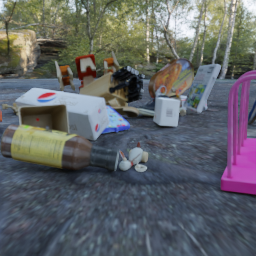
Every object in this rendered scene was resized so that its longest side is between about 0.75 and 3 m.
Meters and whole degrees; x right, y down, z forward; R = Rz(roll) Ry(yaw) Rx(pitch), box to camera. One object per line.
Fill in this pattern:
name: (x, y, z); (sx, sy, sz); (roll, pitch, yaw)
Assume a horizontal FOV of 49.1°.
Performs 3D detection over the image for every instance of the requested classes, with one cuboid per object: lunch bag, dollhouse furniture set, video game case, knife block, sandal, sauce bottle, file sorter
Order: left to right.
sauce bottle: (-1.132, 0.387, 4.825); (1.938, 0.627, 0.627); (11, 12, 0)
dollhouse furniture set: (-1.872, -2.393, 12.883); (2.620, 1.350, 2.592); (-13, -28, -10)
lunch bag: (-0.628, -0.178, 8.063); (0.958, 0.599, 1.273); (-6, 23, -37)
knife block: (-0.743, -1.489, 10.534); (2.716, 0.869, 2.385); (3, -21, 5)
sandal: (-0.376, -0.784, 10.020); (1.751, 0.576, 0.642); (7, -25, 25)
video game case: (2.372, -1.313, 9.190); (0.184, 1.527, 1.675); (21, 9, -7)
file sorter: (2.763, -0.129, 4.669); (1.901, 1.715, 2.735); (3, 12, 27)

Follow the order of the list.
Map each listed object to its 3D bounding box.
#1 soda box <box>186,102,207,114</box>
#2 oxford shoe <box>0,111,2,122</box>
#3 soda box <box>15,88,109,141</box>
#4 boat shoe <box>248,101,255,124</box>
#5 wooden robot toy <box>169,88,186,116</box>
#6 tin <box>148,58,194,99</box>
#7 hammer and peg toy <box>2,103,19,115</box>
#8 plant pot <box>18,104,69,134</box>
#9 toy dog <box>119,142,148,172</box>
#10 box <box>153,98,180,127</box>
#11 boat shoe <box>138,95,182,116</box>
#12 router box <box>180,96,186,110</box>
soda box: (2.604, -0.758, 10.640); (0.758, 0.259, 0.240); (-13, 14, 41)
oxford shoe: (-3.810, -0.381, 7.761); (0.490, 0.479, 1.344); (-12, 11, -30)
soda box: (-1.727, -0.414, 7.325); (2.383, 0.812, 0.759); (11, 42, 25)
boat shoe: (3.971, -0.443, 8.632); (0.335, 0.925, 0.334); (10, 53, 9)
wooden robot toy: (1.773, -0.892, 10.107); (0.492, 1.116, 0.506); (-16, 19, 14)
tin: (1.821, -1.941, 11.685); (2.394, 1.340, 0.501); (-40, 22, -23)
hammer and peg toy: (-4.186, -0.728, 10.789); (1.137, 0.401, 0.836); (-8, 16, -32)
plant pot: (-1.924, 0.018, 6.220); (0.992, 0.991, 0.878); (-6, 3, -28)
toy dog: (0.105, 0.497, 5.147); (0.515, 0.376, 0.780); (1, 12, 6)
box: (1.172, -0.510, 8.652); (0.546, 0.782, 1.027); (4, 9, -6)
boat shoe: (1.194, -0.864, 10.558); (2.347, 0.731, 0.876); (-12, 16, -41)
router box: (2.229, -1.154, 12.665); (1.549, 0.422, 1.726); (11, 16, 41)
